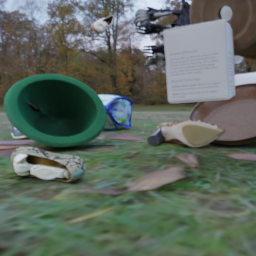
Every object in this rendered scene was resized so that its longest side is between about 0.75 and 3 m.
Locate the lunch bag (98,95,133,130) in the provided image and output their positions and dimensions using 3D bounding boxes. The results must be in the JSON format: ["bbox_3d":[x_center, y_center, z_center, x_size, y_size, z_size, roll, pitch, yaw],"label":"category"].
[{"bbox_3d":[-1.225,-0.718,12.169,2.162,1.621,2.543,2,-5,23],"label":"lunch bag"}]

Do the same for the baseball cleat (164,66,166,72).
[{"bbox_3d":[1.507,-2.253,8.643,0.405,1.163,0.619,31,-11,-16],"label":"baseball cleat"}]

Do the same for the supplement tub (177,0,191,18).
[{"bbox_3d":[2.119,-3.578,9.929,0.973,1.588,0.973,12,32,-7],"label":"supplement tub"}]

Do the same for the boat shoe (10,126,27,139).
[{"bbox_3d":[-3.522,0.026,9.306,0.668,0.567,1.835,-3,5,-33],"label":"boat shoe"}]

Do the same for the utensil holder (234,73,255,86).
[{"bbox_3d":[4.850,-0.831,9.425,2.701,2.295,2.295,2,5,32],"label":"utensil holder"}]

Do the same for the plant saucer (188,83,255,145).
[{"bbox_3d":[3.181,-0.356,7.999,2.841,0.520,2.841,-20,28,11],"label":"plant saucer"}]

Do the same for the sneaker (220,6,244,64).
[{"bbox_3d":[3.419,-3.240,9.432,0.986,2.264,0.843,-14,22,14],"label":"sneaker"}]

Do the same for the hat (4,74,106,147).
[{"bbox_3d":[-2.063,0.172,7.931,2.911,2.411,2.562,-18,-28,-40],"label":"hat"}]

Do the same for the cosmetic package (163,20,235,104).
[{"bbox_3d":[1.212,-1.038,4.642,0.963,1.167,0.962,-2,8,26],"label":"cosmetic package"}]

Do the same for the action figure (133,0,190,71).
[{"bbox_3d":[0.954,-2.458,7.718,1.452,1.692,2.846,-16,15,-10],"label":"action figure"}]

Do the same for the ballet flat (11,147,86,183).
[{"bbox_3d":[-1.268,0.540,3.987,1.330,0.451,0.501,5,15,19],"label":"ballet flat"}]

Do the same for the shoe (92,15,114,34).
[{"bbox_3d":[-0.483,-2.086,5.595,0.202,0.264,0.755,-39,12,37],"label":"shoe"}]

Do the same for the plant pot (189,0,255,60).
[{"bbox_3d":[2.350,-2.396,5.504,2.536,2.536,2.212,5,29,46],"label":"plant pot"}]

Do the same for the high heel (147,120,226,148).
[{"bbox_3d":[1.616,0.067,7.574,1.992,0.711,1.420,-8,8,23],"label":"high heel"}]
